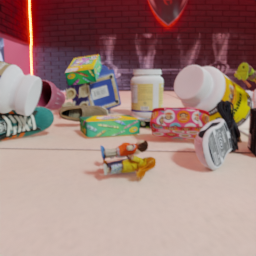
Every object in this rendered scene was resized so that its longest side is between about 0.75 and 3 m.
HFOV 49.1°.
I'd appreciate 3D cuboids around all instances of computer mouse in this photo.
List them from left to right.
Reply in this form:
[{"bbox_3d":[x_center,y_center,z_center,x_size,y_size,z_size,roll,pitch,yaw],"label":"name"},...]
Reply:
[{"bbox_3d":[1.989,0.216,6.390,0.518,1.294,2.361,-10,9,38],"label":"computer mouse"}]

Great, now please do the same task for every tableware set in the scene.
[{"bbox_3d":[-2.370,-1.299,12.974,1.549,1.294,0.180,-15,31,-38],"label":"tableware set"}]

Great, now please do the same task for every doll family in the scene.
[{"bbox_3d":[0.024,0.676,5.434,1.009,0.732,1.625,-8,-7,-5],"label":"doll family"}]

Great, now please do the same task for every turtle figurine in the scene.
[{"bbox_3d":[4.513,-1.515,9.135,2.079,0.830,2.578,8,29,-51],"label":"turtle figurine"}]

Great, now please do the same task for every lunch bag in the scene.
[{"bbox_3d":[1.523,-0.052,8.380,1.687,0.691,1.486,4,-19,9],"label":"lunch bag"}]

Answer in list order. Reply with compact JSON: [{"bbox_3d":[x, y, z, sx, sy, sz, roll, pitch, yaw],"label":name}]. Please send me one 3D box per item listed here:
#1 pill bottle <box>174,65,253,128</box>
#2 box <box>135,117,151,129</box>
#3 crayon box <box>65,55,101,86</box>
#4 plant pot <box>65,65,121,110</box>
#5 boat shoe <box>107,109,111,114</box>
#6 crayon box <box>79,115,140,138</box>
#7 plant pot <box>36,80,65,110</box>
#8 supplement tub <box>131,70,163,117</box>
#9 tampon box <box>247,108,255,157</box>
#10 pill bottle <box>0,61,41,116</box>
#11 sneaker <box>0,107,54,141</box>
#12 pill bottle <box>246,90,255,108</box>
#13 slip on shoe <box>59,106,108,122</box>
[{"bbox_3d":[2.898,-1.036,9.545,2.948,1.610,1.610,19,-5,-40],"label":"pill bottle"},{"bbox_3d":[0.861,-0.187,10.906,1.621,0.281,0.892,4,12,17],"label":"box"},{"bbox_3d":[-2.094,-2.820,13.471,1.345,0.660,2.265,-7,30,6],"label":"crayon box"},{"bbox_3d":[-1.734,-1.958,14.797,2.296,2.296,2.064,-20,22,-22],"label":"plant pot"},{"bbox_3d":[-1.186,-0.950,15.396,0.332,0.295,0.902,-7,12,-34],"label":"boat shoe"},{"bbox_3d":[-0.638,-0.085,9.475,1.823,0.531,1.083,-3,11,-20],"label":"crayon box"},{"bbox_3d":[-4.703,-1.813,16.838,1.763,1.763,1.578,5,-5,27],"label":"plant pot"},{"bbox_3d":[0.958,-1.783,14.277,1.677,2.306,1.677,0,10,0],"label":"supplement tub"},{"bbox_3d":[3.828,0.109,6.824,1.511,1.133,0.954,2,10,12],"label":"tampon box"},{"bbox_3d":[-3.899,-1.254,7.994,2.500,1.447,1.447,17,9,-5],"label":"pill bottle"},{"bbox_3d":[-3.641,-0.046,8.533,2.729,0.974,1.090,-11,13,-13],"label":"sneaker"},{"bbox_3d":[7.622,-1.491,15.462,2.311,1.338,1.338,5,11,26],"label":"pill bottle"},{"bbox_3d":[-1.705,-0.543,10.784,1.892,0.719,0.573,6,5,-10],"label":"slip on shoe"}]
